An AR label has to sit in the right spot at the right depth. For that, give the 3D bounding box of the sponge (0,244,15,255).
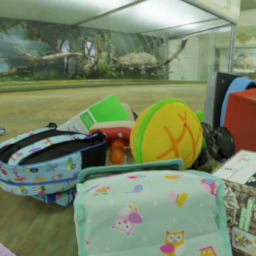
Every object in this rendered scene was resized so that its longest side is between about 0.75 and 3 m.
[{"bbox_3d":[-1.831,2.559,3.901,2.560,0.382,1.428,11,18,36],"label":"sponge"}]

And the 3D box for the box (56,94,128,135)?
[{"bbox_3d":[-1.454,-0.035,10.569,2.184,1.196,2.475,-28,7,26],"label":"box"}]

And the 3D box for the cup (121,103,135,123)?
[{"bbox_3d":[-0.469,-0.701,15.233,1.721,1.231,1.721,0,15,0],"label":"cup"}]

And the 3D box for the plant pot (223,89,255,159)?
[{"bbox_3d":[4.952,0.071,9.893,2.477,2.479,2.185,-13,24,-40],"label":"plant pot"}]

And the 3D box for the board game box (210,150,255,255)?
[{"bbox_3d":[3.259,1.614,5.617,2.827,1.369,2.254,11,18,38],"label":"board game box"}]

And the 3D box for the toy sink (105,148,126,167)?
[{"bbox_3d":[-0.622,1.063,8.897,1.346,0.877,0.754,3,14,17],"label":"toy sink"}]

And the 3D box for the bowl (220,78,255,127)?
[{"bbox_3d":[4.569,-0.561,11.263,0.565,2.880,2.880,13,19,39],"label":"bowl"}]

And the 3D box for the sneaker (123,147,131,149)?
[{"bbox_3d":[0.344,0.429,11.056,1.469,1.058,2.810,-12,13,-28],"label":"sneaker"}]

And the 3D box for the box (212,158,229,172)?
[{"bbox_3d":[2.798,1.340,8.468,0.489,0.533,1.522,5,15,16],"label":"box"}]

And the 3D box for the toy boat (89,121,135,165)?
[{"bbox_3d":[-0.273,0.502,8.174,1.806,1.181,1.179,-4,-23,20],"label":"toy boat"}]

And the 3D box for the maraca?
[{"bbox_3d":[1.159,0.281,7.054,1.543,1.977,2.884,22,12,41],"label":"maraca"}]

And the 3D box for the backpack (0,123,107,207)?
[{"bbox_3d":[-2.115,0.994,7.288,2.397,1.766,2.626,9,16,31],"label":"backpack"}]

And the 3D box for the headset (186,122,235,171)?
[{"bbox_3d":[2.333,0.449,8.619,1.850,1.407,2.996,-21,0,8],"label":"headset"}]

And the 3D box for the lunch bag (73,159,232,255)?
[{"bbox_3d":[0.206,1.551,5.347,2.396,1.715,2.813,-6,2,-8],"label":"lunch bag"}]

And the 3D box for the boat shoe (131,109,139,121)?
[{"bbox_3d":[0.033,-0.745,16.460,1.939,0.711,0.722,11,18,38],"label":"boat shoe"}]

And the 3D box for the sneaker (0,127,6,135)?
[{"bbox_3d":[-6.236,0.214,13.214,0.670,0.433,1.236,-3,11,-5],"label":"sneaker"}]

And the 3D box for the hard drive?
[{"bbox_3d":[3.868,-0.752,11.411,1.917,2.843,0.602,0,4,-35],"label":"hard drive"}]
